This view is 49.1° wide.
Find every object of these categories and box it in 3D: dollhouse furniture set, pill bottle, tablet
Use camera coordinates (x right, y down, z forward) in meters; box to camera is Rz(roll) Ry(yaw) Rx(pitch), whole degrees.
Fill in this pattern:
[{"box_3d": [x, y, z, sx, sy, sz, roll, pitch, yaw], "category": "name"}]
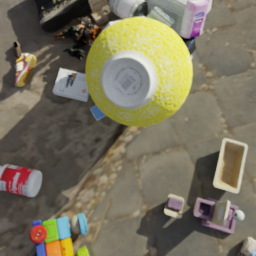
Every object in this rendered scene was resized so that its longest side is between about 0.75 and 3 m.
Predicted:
[{"box_3d": [2.611, 1.478, 8.366, 2.310, 2.069, 2.916, 17, 75, 5], "category": "dollhouse furniture set"}, {"box_3d": [-3.620, 1.653, 8.956, 1.508, 0.847, 0.847, 11, 75, 4], "category": "pill bottle"}, {"box_3d": [-1.294, -4.643, 10.272, 1.419, 1.664, 0.812, -30, 70, -6], "category": "dollhouse furniture set"}, {"box_3d": [-0.893, -0.668, 10.023, 0.815, 0.056, 0.530, -30, 76, -9], "category": "tablet"}]

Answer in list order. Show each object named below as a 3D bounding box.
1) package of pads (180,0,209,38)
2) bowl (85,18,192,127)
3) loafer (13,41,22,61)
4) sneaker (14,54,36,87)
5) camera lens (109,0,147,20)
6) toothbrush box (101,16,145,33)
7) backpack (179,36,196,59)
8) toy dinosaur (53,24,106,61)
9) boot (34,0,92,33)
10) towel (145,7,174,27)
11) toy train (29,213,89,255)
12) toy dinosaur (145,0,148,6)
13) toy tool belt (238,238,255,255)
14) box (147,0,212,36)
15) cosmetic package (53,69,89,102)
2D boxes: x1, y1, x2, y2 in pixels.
[{"box_3d": [2.165, -3.597, 9.200, 0.723, 1.199, 0.454, -21, 50, -24], "category": "package of pads"}, {"box_3d": [0.109, -1.263, 7.087, 2.952, 1.588, 2.952, 4, 109, 13], "category": "bowl"}, {"box_3d": [-4.198, -2.885, 10.520, 0.306, 0.297, 0.838, -18, 75, -5], "category": "loafer"}, {"box_3d": [-3.905, -2.108, 10.245, 0.608, 0.506, 1.349, 16, 69, 13], "category": "sneaker"}, {"box_3d": [0.026, -4.358, 10.068, 1.195, 0.956, 0.956, 39, 78, 17], "category": "camera lens"}, {"box_3d": [0.004, -1.744, 8.807, 1.172, 1.982, 2.722, -18, 96, -17], "category": "toothbrush box"}, {"box_3d": [1.658, -2.766, 9.995, 1.337, 1.082, 1.404, 12, 41, 23], "category": "backpack"}, {"box_3d": [-1.722, -3.312, 10.323, 2.280, 1.165, 1.547, -14, 31, 32], "category": "toy dinosaur"}, {"box_3d": [-2.409, -5.137, 10.697, 2.784, 1.019, 2.096, -29, 74, 9], "category": "boot"}, {"box_3d": [1.016, -3.678, 9.711, 0.835, 1.120, 0.172, 34, 76, -15], "category": "towel"}, {"box_3d": [-1.856, 4.030, 8.222, 1.643, 1.202, 2.840, -10, 74, -17], "category": "toy train"}, {"box_3d": [0.511, -5.297, 10.953, 2.388, 1.220, 1.621, -26, 97, -22], "category": "toy dinosaur"}, {"box_3d": [3.732, 3.800, 8.542, 0.494, 0.502, 0.804, 28, 77, 16], "category": "toy tool belt"}, {"box_3d": [1.902, -4.692, 10.222, 1.786, 1.530, 1.777, 35, 74, 21], "category": "box"}, {"box_3d": [-1.959, -1.529, 10.054, 1.240, 0.320, 0.935, 13, 77, 1], "category": "cosmetic package"}]
